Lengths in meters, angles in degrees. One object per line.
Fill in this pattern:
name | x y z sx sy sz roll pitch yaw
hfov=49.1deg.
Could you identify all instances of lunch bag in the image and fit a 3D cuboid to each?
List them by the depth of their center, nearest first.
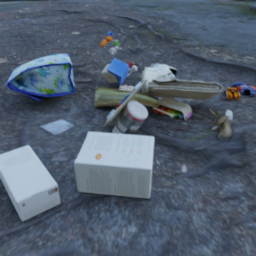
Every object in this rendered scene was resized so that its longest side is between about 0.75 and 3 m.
lunch bag | -3.740 -2.208 12.126 2.645 1.686 2.249 -7 23 -13

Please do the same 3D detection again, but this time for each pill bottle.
pill bottle | 0.029 -0.182 9.399 0.753 1.322 0.753 18 43 -18

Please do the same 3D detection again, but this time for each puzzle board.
puzzle board | -0.182 -0.799 9.477 1.738 0.201 2.306 -48 4 -7

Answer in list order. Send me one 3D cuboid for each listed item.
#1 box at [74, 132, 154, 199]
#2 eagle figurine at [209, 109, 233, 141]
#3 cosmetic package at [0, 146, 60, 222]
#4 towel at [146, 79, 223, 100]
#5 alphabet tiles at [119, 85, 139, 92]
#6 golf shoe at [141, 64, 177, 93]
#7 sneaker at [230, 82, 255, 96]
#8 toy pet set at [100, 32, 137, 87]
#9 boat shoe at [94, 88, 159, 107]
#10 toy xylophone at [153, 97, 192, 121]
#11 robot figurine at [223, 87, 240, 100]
box | -0.314 0.998 7.860 1.988 1.057 1.513 4 33 6
eagle figurine | 3.352 -0.151 10.064 0.888 0.884 1.171 12 22 0
cosmetic package | -2.758 1.396 7.539 1.064 0.775 2.093 -21 39 -29
towel | 2.128 -1.521 11.175 2.785 0.480 1.846 4 -2 2
alphabet tiles | 0.047 -1.835 13.245 0.910 0.066 0.890 27 35 34
golf shoe | 1.484 -2.405 13.144 1.333 1.073 2.741 7 32 23
sneaker | 5.299 -1.775 12.917 1.198 0.451 0.470 22 43 34
toy pet set | -0.373 -3.295 13.732 1.209 2.276 2.125 1 53 44
boat shoe | -0.096 -1.088 11.431 2.689 0.846 0.981 10 10 12
toy xylophone | 1.682 -0.752 11.270 1.197 0.411 1.636 -31 44 -33
robot figurine | 4.729 -1.561 12.684 0.729 0.293 1.006 7 33 8
